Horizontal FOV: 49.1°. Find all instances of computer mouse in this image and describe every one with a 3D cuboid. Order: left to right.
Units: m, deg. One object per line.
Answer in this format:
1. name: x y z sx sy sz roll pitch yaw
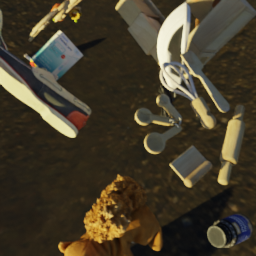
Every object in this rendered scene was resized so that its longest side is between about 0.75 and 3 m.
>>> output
1. computer mouse: 0.794 -1.219 5.416 0.506 2.308 1.266 5 42 6

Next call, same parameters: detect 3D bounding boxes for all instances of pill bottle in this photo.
1. pill bottle: 2.092 2.131 5.771 0.973 0.544 0.544 0 54 -40

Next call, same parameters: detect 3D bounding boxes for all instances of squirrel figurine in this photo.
1. squirrel figurine: -0.398 1.854 5.161 1.736 1.860 1.316 -25 40 -31

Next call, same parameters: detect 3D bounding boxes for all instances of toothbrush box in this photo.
1. toothbrush box: -1.800 -1.802 7.106 1.035 0.758 0.441 -43 36 0

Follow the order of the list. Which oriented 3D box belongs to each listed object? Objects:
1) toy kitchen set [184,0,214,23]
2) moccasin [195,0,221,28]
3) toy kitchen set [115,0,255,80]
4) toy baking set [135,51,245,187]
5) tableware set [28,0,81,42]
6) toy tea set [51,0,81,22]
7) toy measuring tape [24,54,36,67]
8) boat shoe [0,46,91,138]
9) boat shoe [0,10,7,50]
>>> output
1. toy kitchen set: 2.155 -3.416 6.613 1.547 1.396 1.262 -31 53 31
2. moccasin: 2.366 -3.817 8.510 0.765 1.982 0.725 -6 69 4
3. toy kitchen set: 1.437 -2.675 6.638 1.895 2.096 2.323 -18 69 -52
4. toy baking set: 1.052 -0.223 4.236 1.658 0.251 2.161 31 64 -5
5. tableware set: -1.482 -3.233 7.234 2.171 0.302 2.599 -29 27 32
6. toy tea set: -1.891 -3.809 8.307 0.895 1.505 0.557 1 49 -3
7. toy measuring tape: -3.435 -2.443 10.046 0.994 0.366 0.366 40 68 20
8. boat shoe: -2.073 -0.939 6.674 2.788 0.992 0.872 43 62 -22
9. boat shoe: -3.313 -2.140 6.669 0.633 0.556 1.777 -5 89 14
